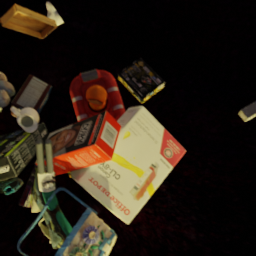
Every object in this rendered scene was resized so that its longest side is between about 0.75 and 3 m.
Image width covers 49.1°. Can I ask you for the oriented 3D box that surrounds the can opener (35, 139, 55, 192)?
[{"bbox_3d":[-2.056,0.951,6.951,0.406,1.543,0.513,-3,30,-13],"label":"can opener"}]

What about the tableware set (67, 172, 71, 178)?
[{"bbox_3d":[-1.990,1.195,8.878,0.128,0.561,0.833,-29,83,-9],"label":"tableware set"}]

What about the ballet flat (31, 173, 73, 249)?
[{"bbox_3d":[-2.343,2.464,8.091,0.860,0.860,2.318,-25,88,-9],"label":"ballet flat"}]

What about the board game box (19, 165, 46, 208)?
[{"bbox_3d":[-2.813,1.689,8.513,0.230,0.854,1.423,14,71,9],"label":"board game box"}]

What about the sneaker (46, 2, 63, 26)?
[{"bbox_3d":[-3.087,-4.542,11.205,0.500,0.426,1.131,-34,74,0],"label":"sneaker"}]

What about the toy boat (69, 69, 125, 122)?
[{"bbox_3d":[-0.986,-0.838,9.044,1.623,1.626,2.487,-17,77,-5],"label":"toy boat"}]

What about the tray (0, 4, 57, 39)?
[{"bbox_3d":[-3.032,-3.242,8.653,0.761,1.543,0.286,-26,79,28],"label":"tray"}]

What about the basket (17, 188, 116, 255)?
[{"bbox_3d":[-1.472,2.807,7.279,2.129,1.481,1.877,27,64,11],"label":"basket"}]

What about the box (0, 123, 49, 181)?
[{"bbox_3d":[-3.691,0.800,7.508,2.514,2.603,0.619,-14,107,5],"label":"box"}]

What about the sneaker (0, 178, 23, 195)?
[{"bbox_3d":[-3.240,1.562,7.342,0.951,0.348,0.390,-17,28,22],"label":"sneaker"}]

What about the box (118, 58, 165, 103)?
[{"bbox_3d":[0.463,-1.722,10.163,1.107,0.342,1.386,-38,74,-15],"label":"box"}]

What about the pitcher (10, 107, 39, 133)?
[{"bbox_3d":[-2.890,-0.322,7.806,0.598,0.986,0.846,-42,111,-4],"label":"pitcher"}]

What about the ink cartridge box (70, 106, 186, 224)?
[{"bbox_3d":[0.012,1.042,8.233,2.011,1.155,2.770,45,76,-16],"label":"ink cartridge box"}]

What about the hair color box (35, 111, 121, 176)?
[{"bbox_3d":[-1.350,0.470,7.456,2.264,0.693,1.149,-20,39,33],"label":"hair color box"}]

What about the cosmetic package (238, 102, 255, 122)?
[{"bbox_3d":[4.283,-0.575,9.736,0.761,0.343,0.406,-31,69,-8],"label":"cosmetic package"}]

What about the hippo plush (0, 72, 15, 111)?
[{"bbox_3d":[-4.497,-0.663,8.907,1.637,1.653,2.055,17,48,0],"label":"hippo plush"}]

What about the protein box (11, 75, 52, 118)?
[{"bbox_3d":[-3.169,-0.885,9.143,0.771,1.134,1.142,29,64,-13],"label":"protein box"}]
